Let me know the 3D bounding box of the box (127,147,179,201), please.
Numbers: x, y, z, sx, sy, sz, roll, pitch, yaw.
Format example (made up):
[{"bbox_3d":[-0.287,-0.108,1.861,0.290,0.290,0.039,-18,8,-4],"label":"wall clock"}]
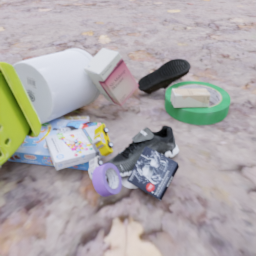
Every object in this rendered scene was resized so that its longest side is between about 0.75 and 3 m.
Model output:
[{"bbox_3d":[0.646,1.175,7.192,0.940,0.537,1.032,26,79,21],"label":"box"}]

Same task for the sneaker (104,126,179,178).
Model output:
[{"bbox_3d":[0.348,0.565,8.009,2.476,1.120,0.823,-19,28,-22],"label":"sneaker"}]

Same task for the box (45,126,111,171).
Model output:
[{"bbox_3d":[-1.440,0.525,8.021,1.591,0.328,1.241,-14,38,-22],"label":"box"}]

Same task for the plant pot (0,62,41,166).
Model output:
[{"bbox_3d":[-3.808,-0.348,7.187,2.424,2.412,2.200,7,35,47],"label":"plant pot"}]

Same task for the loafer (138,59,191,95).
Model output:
[{"bbox_3d":[1.503,-2.064,11.470,2.272,0.811,0.829,-21,62,22],"label":"loafer"}]

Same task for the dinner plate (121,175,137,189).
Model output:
[{"bbox_3d":[0.137,1.400,7.856,0.755,0.091,0.755,0,37,0],"label":"dinner plate"}]

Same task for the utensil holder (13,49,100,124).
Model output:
[{"bbox_3d":[-2.474,-1.457,9.636,2.165,2.165,2.548,18,30,24],"label":"utensil holder"}]

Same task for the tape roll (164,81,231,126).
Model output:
[{"bbox_3d":[2.649,-1.019,10.846,2.451,0.589,2.451,0,35,0],"label":"tape roll"}]

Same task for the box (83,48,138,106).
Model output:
[{"bbox_3d":[-0.548,-1.719,9.593,0.896,1.645,1.051,28,73,42],"label":"box"}]

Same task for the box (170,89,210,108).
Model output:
[{"bbox_3d":[2.201,-1.067,9.990,1.262,0.491,0.599,-2,33,-6],"label":"box"}]

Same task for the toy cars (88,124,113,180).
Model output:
[{"bbox_3d":[-0.781,0.746,7.188,0.374,1.688,0.757,-4,20,-44],"label":"toy cars"}]

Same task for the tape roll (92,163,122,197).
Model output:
[{"bbox_3d":[-0.518,1.300,7.000,0.331,0.779,0.779,-22,25,30],"label":"tape roll"}]

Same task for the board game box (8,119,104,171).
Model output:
[{"bbox_3d":[-2.201,0.425,8.893,2.542,0.465,1.923,5,35,8],"label":"board game box"}]

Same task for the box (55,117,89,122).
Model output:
[{"bbox_3d":[-2.113,-0.219,9.971,1.463,0.283,0.303,1,34,1],"label":"box"}]
